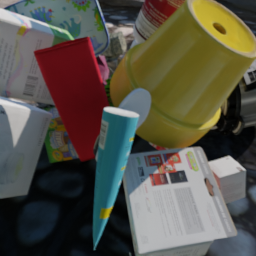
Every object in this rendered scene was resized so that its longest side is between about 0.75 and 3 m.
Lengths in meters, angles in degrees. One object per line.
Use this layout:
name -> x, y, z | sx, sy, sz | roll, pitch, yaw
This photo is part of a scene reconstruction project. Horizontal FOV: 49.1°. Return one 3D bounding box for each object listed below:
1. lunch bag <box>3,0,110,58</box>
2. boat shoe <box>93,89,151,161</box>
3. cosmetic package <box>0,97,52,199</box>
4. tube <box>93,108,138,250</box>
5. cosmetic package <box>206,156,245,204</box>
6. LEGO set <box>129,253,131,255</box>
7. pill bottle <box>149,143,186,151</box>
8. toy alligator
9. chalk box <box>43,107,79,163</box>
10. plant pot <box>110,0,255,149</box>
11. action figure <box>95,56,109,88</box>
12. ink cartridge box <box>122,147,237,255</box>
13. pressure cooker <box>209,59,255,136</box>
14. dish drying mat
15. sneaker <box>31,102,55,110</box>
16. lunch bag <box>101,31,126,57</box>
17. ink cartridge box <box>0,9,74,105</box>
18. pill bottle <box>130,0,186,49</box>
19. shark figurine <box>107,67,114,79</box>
lunch bag -> -2.170, -2.943, 8.627 | 2.918, 2.345, 1.203 | -23, 24, -3
boat shoe -> -0.180, -0.058, 5.565 | 0.622, 1.734, 0.588 | 18, 18, -34
cosmetic package -> -3.104, 0.377, 6.143 | 1.311, 2.126, 2.133 | 20, 4, 26
tube -> -0.339, 0.825, 4.787 | 0.581, 2.304, 0.892 | 13, 14, 5
cosmetic package -> 2.267, 1.223, 6.555 | 0.663, 0.804, 0.663 | -16, 26, -9
LEGO set -> 0.173, 2.910, 4.830 | 1.473, 0.361, 1.100 | 17, 34, 28
pill bottle -> 1.171, 0.485, 7.737 | 1.098, 0.616, 0.616 | 36, 43, 4
toy alligator -> -0.482, -1.235, 8.417 | 0.528, 1.946, 0.577 | 5, -8, -29
chalk box -> -1.817, 0.129, 7.982 | 1.911, 1.183, 1.189 | -8, 36, -12
plant pot -> 1.319, -1.333, 6.436 | 2.789, 2.623, 2.789 | 16, 50, -20
action figure -> -0.891, -1.209, 9.267 | 1.868, 1.681, 2.509 | -21, 70, -33
ink cartridge box -> 0.901, 1.520, 5.782 | 1.829, 0.873, 2.083 | -7, 51, -5
pressure cooker -> 3.123, -1.028, 8.656 | 2.662, 2.378, 2.341 | -11, 10, -14
dish drying mat -> -0.982, -0.470, 6.163 | 1.117, 2.908, 0.265 | -14, 37, 0
sneaker -> -2.633, -0.942, 9.398 | 2.201, 1.252, 0.831 | -4, 36, -5
lunch bag -> -0.821, -4.209, 14.214 | 1.200, 0.997, 1.431 | -11, 32, 15
ink cartridge box -> -3.019, -1.882, 7.286 | 2.702, 1.963, 1.182 | 8, 30, -33
pill bottle -> 1.078, -3.110, 8.032 | 1.553, 2.749, 1.553 | 14, 49, -16
shark figurine -> -0.993, -1.799, 10.815 | 2.437, 1.017, 1.456 | -12, 34, -14
